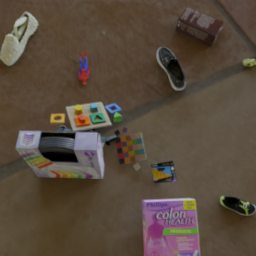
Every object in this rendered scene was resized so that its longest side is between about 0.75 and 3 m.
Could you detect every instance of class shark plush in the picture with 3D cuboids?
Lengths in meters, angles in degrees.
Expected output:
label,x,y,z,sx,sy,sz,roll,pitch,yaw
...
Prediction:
label,x,y,z,sx,sy,sz,roll,pitch,yaw
shark plush,-1.364,0.405,10.547,2.048,0.931,0.853,-4,82,-7

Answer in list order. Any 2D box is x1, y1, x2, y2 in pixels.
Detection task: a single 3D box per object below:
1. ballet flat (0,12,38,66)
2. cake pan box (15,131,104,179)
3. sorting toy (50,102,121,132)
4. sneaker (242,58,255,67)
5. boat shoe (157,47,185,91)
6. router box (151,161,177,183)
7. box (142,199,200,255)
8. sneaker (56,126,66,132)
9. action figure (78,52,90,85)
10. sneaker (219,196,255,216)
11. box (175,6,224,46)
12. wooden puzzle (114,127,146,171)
label,x,y,z,sx,sy,sz,roll,pitch,yaw
ballet flat,-5.001,-4.079,12.498,0.971,0.971,2.705,18,69,7
cake pan box,-2.111,0.955,9.381,2.478,2.691,0.704,1,60,-2
sorting toy,-1.545,-0.525,10.708,2.816,0.384,1.585,-10,42,-18
sneaker,5.464,-2.852,12.312,0.835,0.315,0.319,-2,74,10
boat shoe,1.851,-2.670,11.960,0.791,0.749,2.261,-14,68,-6
router box,1.266,1.588,10.013,0.243,0.953,0.711,-4,80,-38
box,1.350,3.313,9.136,1.667,0.916,1.895,-1,77,-3
sneaker,-2.719,0.465,10.590,0.543,0.819,1.439,16,67,5
action figure,-1.911,-2.554,12.134,0.483,0.382,1.476,-4,72,4
sneaker,3.852,2.718,9.797,1.313,0.544,0.471,14,68,6
box,3.266,-4.681,12.846,1.930,0.723,0.967,29,70,13
wooden puzzle,0.091,0.780,10.637,1.038,0.123,1.750,-13,75,8
